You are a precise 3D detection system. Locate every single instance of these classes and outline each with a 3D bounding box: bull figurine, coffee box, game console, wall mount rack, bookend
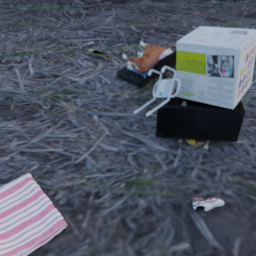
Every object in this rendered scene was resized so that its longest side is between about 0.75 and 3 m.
[{"bbox_3d":[1.041,-3.648,14.307,1.715,0.920,2.825,23,44,27],"label":"bull figurine"},{"bbox_3d":[3.102,-2.204,9.891,2.134,2.110,2.130,17,40,32],"label":"coffee box"},{"bbox_3d":[1.261,-3.421,13.875,2.633,1.742,2.994,30,48,30],"label":"game console"},{"bbox_3d":[0.998,-1.231,10.106,0.782,1.822,2.097,17,0,-19],"label":"wall mount rack"},{"bbox_3d":[2.656,-0.925,11.075,2.969,1.376,2.988,4,35,6],"label":"bookend"}]

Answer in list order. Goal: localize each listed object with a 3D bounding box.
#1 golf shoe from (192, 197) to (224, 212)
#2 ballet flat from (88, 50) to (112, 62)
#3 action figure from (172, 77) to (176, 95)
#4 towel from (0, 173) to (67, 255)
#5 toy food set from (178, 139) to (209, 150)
[{"bbox_3d":[2.376,2.298,8.292,0.926,0.336,0.427,-5,44,8],"label":"golf shoe"},{"bbox_3d":[-1.600,-4.154,15.760,1.721,0.399,0.580,29,48,29],"label":"ballet flat"},{"bbox_3d":[1.801,-1.609,10.805,1.296,0.423,0.641,-44,70,-8],"label":"action figure"},{"bbox_3d":[-3.159,2.450,8.058,1.862,0.381,2.545,-28,48,-30],"label":"towel"},{"bbox_3d":[2.515,0.393,10.577,1.115,0.224,0.770,14,42,16],"label":"toy food set"}]
